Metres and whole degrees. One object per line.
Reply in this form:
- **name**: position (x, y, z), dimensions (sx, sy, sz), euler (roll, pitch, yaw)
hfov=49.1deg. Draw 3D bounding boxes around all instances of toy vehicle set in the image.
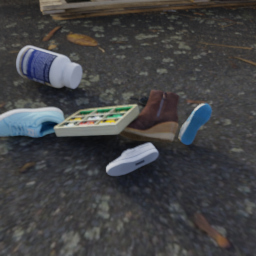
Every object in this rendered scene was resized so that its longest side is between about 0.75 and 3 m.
- **toy vehicle set**: position (-1.116, -0.254, 9.983), dimensions (2.643, 0.350, 1.642), euler (-3, 24, 30)

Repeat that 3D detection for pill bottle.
- **pill bottle**: position (-3.627, -2.751, 13.102), dimensions (2.744, 1.524, 1.524), euler (19, 42, 13)

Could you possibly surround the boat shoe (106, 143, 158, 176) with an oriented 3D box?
- **boat shoe**: position (0.081, 0.998, 9.034), dimensions (1.770, 0.651, 0.578), euler (-17, 47, -16)

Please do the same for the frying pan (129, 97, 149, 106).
- **frying pan**: position (0.593, -1.145, 12.271), dimensions (1.028, 0.167, 0.622), euler (-6, 38, -5)

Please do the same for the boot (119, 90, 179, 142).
- **boot**: position (0.717, -0.495, 10.292), dimensions (2.276, 0.824, 1.893), euler (8, 69, 4)

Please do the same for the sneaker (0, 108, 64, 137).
- **sneaker**: position (-3.638, -0.092, 10.300), dimensions (2.636, 0.974, 1.080), euler (-15, 37, -17)

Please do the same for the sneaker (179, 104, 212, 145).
- **sneaker**: position (2.343, -0.189, 10.048), dimensions (0.619, 1.618, 0.654), euler (34, 6, -9)
